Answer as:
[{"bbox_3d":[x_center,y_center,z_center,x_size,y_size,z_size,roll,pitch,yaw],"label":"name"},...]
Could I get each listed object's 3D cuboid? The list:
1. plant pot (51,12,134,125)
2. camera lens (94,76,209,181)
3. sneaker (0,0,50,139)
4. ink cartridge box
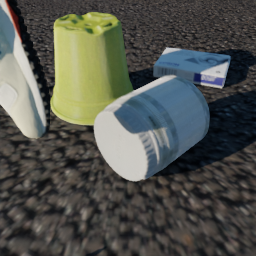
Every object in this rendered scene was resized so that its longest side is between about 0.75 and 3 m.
[{"bbox_3d":[-1.069,-1.873,8.177,2.709,2.491,2.709,0,36,0],"label":"plant pot"},{"bbox_3d":[0.591,-0.064,6.336,2.229,1.783,1.783,-30,46,-34],"label":"camera lens"},{"bbox_3d":[-2.009,-1.078,3.686,1.346,2.879,1.014,-18,23,-7],"label":"sneaker"},{"bbox_3d":[2.510,-2.495,10.636,2.531,0.515,2.536,13,39,16],"label":"ink cartridge box"}]
